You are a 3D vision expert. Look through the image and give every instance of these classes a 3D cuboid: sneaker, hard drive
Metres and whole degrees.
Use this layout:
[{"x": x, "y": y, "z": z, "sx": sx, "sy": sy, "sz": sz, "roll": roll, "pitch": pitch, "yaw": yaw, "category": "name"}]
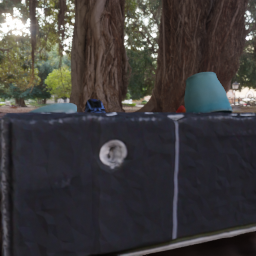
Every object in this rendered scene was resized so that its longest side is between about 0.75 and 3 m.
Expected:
[{"x": -1.499, "y": -0.806, "z": 12.354, "sx": 0.910, "sy": 1.011, "sz": 2.594, "roll": 0, "pitch": 3, "yaw": -16, "category": "sneaker"}, {"x": 0.545, "y": 0.121, "z": 2.038, "sx": 2.662, "sy": 0.504, "sz": 1.859, "roll": -2, "pitch": 4, "yaw": -23, "category": "hard drive"}]

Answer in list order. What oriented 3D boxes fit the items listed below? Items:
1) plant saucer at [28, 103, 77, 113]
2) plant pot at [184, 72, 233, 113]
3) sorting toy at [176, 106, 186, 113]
[{"x": -1.471, "y": -0.107, "z": 5.038, "sx": 1.207, "sy": 0.165, "sz": 1.207, "roll": -23, "pitch": -10, "yaw": -4, "category": "plant saucer"}, {"x": 2.776, "y": -1.121, "z": 10.148, "sx": 1.632, "sy": 1.534, "sz": 1.632, "roll": -8, "pitch": -12, "yaw": -2, "category": "plant pot"}, {"x": 2.684, "y": -0.474, "z": 11.549, "sx": 0.756, "sy": 0.761, "sz": 2.194, "roll": 29, "pitch": 20, "yaw": 28, "category": "sorting toy"}]
